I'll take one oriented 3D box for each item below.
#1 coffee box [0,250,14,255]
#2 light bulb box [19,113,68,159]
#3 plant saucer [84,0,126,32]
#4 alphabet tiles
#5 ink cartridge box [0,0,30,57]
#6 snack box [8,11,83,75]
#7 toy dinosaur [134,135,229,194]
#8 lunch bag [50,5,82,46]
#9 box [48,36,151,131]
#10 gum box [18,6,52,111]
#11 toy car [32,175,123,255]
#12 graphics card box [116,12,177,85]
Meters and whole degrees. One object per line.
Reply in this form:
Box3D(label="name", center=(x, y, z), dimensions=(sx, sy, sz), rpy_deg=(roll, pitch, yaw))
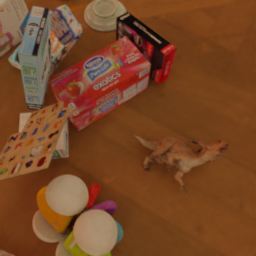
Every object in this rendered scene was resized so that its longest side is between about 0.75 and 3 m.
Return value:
Box3D(label="coffee box", center=(-3.675, 3.919, 7.108), dimensions=(2.689, 1.073, 1.520), rpy_deg=(18, 69, 7))
Box3D(label="light bulb box", center=(-2.601, 0.243, 8.733), dimensions=(1.350, 0.843, 1.338), rpy_deg=(-5, 68, -2))
Box3D(label="plant saucer", center=(-0.902, -4.537, 10.917), dimensions=(1.685, 0.423, 1.685), rpy_deg=(0, 68, 1))
Box3D(label="alphabet tiles", center=(-2.275, 0.239, 6.666), dimensions=(1.833, 0.083, 2.192), rpy_deg=(-16, 40, 25))
Box3D(label="ink cartridge box", center=(-4.774, -3.550, 9.706), dimensions=(1.110, 1.895, 2.623), rpy_deg=(42, 74, 15))
Box3D(label="snack box", center=(-2.966, -3.035, 10.272), dimensions=(1.480, 0.473, 2.548), rpy_deg=(26, 70, 10))
Box3D(label="toy dinosaur", center=(1.506, 0.722, 8.490), dimensions=(2.590, 1.111, 1.755), rpy_deg=(27, 59, 27))
Box3D(label="lunch bag", center=(-2.004, -3.182, 8.824), dimensions=(0.495, 1.311, 1.051), rpy_deg=(-39, 109, -23))
Box3D(label="box", center=(-0.857, -1.411, 9.070), dimensions=(2.942, 1.467, 1.405), rpy_deg=(-34, 72, -13))
Box3D(label="gum box", center=(-2.628, -1.934, 8.147), dimensions=(0.505, 2.269, 1.927), rpy_deg=(6, 57, -9))
Box3D(label="toy car", center=(-1.168, 2.400, 7.446), dimensions=(2.547, 2.229, 1.910), rpy_deg=(46, 39, 17))
Box3D(label="graphics card box", center=(0.513, -2.670, 9.432), dimensions=(0.579, 1.428, 2.276), rpy_deg=(-37, 69, -22))
